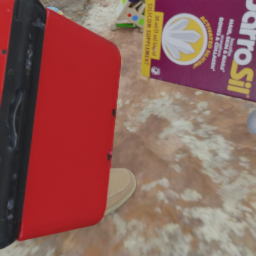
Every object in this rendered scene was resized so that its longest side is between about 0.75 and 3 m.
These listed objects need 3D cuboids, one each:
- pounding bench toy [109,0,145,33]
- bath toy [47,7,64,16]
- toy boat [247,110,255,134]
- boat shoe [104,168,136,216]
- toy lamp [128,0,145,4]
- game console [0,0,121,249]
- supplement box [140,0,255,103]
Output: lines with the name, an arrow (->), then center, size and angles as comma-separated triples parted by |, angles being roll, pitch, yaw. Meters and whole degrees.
pounding bench toy -> 0.225, -4.791, 11.979 | 1.487, 1.906, 1.184 | 19, 42, -27
bath toy -> -2.162, -2.475, 7.339 | 0.586, 0.498, 1.348 | 25, 80, 26
toy boat -> 3.488, -0.966, 5.361 | 1.338, 2.878, 2.420 | -4, 43, -47
boat shoe -> -1.139, 1.496, 6.206 | 2.861, 0.923, 1.020 | -19, 50, -17
toy lamp -> 0.753, -2.590, 6.487 | 0.784, 2.693, 0.784 | -29, 38, 25
game console -> -1.455, -0.080, 3.651 | 2.331, 1.605, 2.705 | 5, 85, 8
supplement box -> 1.585, -1.541, 4.886 | 2.485, 1.627, 1.282 | 19, 31, 29
